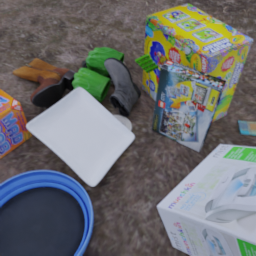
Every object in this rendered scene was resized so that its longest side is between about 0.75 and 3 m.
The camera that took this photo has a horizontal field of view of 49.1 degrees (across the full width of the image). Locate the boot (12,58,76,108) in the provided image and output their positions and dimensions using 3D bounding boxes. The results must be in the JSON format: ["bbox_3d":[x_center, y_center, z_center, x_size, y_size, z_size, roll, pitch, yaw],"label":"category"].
[{"bbox_3d":[-3.512,-1.881,10.752,2.533,0.867,2.385,23,51,22],"label":"boot"}]

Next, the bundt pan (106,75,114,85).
[{"bbox_3d":[-0.485,-1.960,11.090,0.819,0.307,0.819,-16,33,10],"label":"bundt pan"}]

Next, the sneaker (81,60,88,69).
[{"bbox_3d":[-1.323,-2.828,11.913,1.412,0.536,0.641,-14,38,-18],"label":"sneaker"}]

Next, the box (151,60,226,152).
[{"bbox_3d":[1.662,-0.572,8.300,1.732,2.536,0.478,27,51,20],"label":"box"}]

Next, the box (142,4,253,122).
[{"bbox_3d":[2.039,-2.001,9.378,1.816,2.977,2.867,-25,51,-22],"label":"box"}]

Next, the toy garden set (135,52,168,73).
[{"bbox_3d":[0.686,-1.947,8.008,0.747,0.896,0.179,-23,70,19],"label":"toy garden set"}]

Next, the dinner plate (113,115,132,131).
[{"bbox_3d":[-0.450,-0.072,9.533,1.145,0.139,1.145,1,46,-1],"label":"dinner plate"}]

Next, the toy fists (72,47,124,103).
[{"bbox_3d":[-1.185,-2.097,10.777,1.316,0.888,2.582,22,64,8],"label":"toy fists"}]

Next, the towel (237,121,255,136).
[{"bbox_3d":[4.178,0.021,9.461,0.887,0.096,0.650,4,47,4],"label":"towel"}]

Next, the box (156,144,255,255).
[{"bbox_3d":[2.544,1.698,6.241,2.797,1.352,2.468,-34,23,-32],"label":"box"}]

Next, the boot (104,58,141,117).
[{"bbox_3d":[-0.317,-1.403,9.667,0.670,1.919,1.264,-22,27,43],"label":"boot"}]

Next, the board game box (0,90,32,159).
[{"bbox_3d":[-4.203,-0.152,8.647,1.494,1.494,1.495,31,54,26],"label":"board game box"}]

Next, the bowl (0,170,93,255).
[{"bbox_3d":[-2.308,2.407,6.858,2.937,0.577,2.937,0,46,0],"label":"bowl"}]

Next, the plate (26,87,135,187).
[{"bbox_3d":[-1.322,0.200,8.412,2.488,0.403,2.494,42,47,0],"label":"plate"}]
